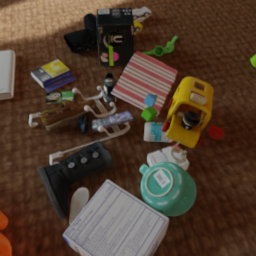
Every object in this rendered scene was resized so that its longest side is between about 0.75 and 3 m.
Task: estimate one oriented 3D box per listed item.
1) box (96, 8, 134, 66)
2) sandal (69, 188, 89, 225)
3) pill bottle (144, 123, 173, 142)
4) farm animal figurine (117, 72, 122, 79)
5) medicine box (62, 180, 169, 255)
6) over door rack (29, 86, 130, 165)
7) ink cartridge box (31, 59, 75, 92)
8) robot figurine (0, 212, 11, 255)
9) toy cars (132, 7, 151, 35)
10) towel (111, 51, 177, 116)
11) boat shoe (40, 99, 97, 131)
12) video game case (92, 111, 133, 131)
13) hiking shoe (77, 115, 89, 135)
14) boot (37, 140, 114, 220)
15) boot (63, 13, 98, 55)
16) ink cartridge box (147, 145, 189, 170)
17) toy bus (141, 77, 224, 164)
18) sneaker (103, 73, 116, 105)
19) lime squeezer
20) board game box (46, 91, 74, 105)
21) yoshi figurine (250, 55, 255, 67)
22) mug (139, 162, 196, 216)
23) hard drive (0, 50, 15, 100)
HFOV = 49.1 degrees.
[{"bbox_3d":[-0.525,-3.748,11.694,1.490,2.006,1.247,-3,52,-2],"label":"box"},{"bbox_3d":[-1.462,2.277,8.117,0.451,0.273,1.109,17,71,-3],"label":"sandal"},{"bbox_3d":[1.148,0.156,9.559,1.179,0.653,0.653,3,52,1],"label":"pill bottle"},{"bbox_3d":[0.046,-1.824,11.227,0.994,0.500,0.803,-1,67,-9],"label":"farm animal figurine"},{"bbox_3d":[-0.285,2.740,7.311,2.034,1.047,1.852,28,58,21],"label":"medicine box"},{"bbox_3d":[-1.734,-0.244,9.666,2.976,0.991,2.199,-25,56,-18],"label":"over door rack"},{"bbox_3d":[-3.091,-2.174,11.534,1.332,0.317,1.347,-33,54,-25],"label":"ink cartridge box"},{"bbox_3d":[-4.042,2.947,6.667,2.906,1.694,2.090,22,97,27],"label":"robot figurine"},{"bbox_3d":[0.203,-5.051,13.618,1.265,0.625,2.821,16,51,10],"label":"toy cars"},{"bbox_3d":[0.707,-1.778,11.030,1.957,0.400,2.675,27,56,1],"label":"towel"},{"bbox_3d":[-2.092,-0.652,9.949,2.040,0.693,0.734,-30,14,-24],"label":"boat shoe"},{"bbox_3d":[-0.564,-0.253,9.666,1.399,0.133,0.999,-14,19,-4],"label":"video game case"},{"bbox_3d":[-1.625,-0.074,10.002,0.362,0.311,0.836,-11,47,13],"label":"hiking shoe"},{"bbox_3d":[-1.413,1.498,8.552,2.209,0.725,1.821,-22,57,-21],"label":"boot"},{"bbox_3d":[-2.113,-4.375,12.972,1.804,0.815,2.202,-25,60,-17],"label":"boot"},{"bbox_3d":[1.246,1.100,8.944,1.093,0.456,0.794,-18,56,-14],"label":"ink cartridge box"},{"bbox_3d":[2.034,-0.533,9.177,2.540,1.391,2.692,-12,54,-32],"label":"toy bus"},{"bbox_3d":[-0.732,-1.578,10.877,0.491,0.668,1.477,-3,53,-2],"label":"sneaker"},{"bbox_3d":[1.454,-3.632,12.601,2.503,0.472,0.884,-27,57,-19],"label":"lime squeezer"},{"bbox_3d":[-2.655,-1.178,10.924,1.050,0.123,0.550,-4,50,-3],"label":"board game box"},{"bbox_3d":[5.795,-3.129,11.929,1.075,1.079,1.920,8,54,26],"label":"yoshi figurine"},{"bbox_3d":[0.911,1.617,7.675,1.663,1.028,1.366,-3,62,30],"label":"mug"},{"bbox_3d":[-5.637,-2.162,11.530,1.771,0.353,2.686,-10,52,-7],"label":"hard drive"}]
